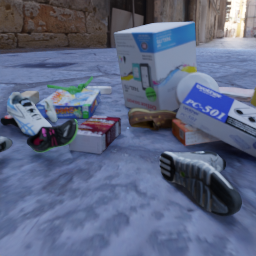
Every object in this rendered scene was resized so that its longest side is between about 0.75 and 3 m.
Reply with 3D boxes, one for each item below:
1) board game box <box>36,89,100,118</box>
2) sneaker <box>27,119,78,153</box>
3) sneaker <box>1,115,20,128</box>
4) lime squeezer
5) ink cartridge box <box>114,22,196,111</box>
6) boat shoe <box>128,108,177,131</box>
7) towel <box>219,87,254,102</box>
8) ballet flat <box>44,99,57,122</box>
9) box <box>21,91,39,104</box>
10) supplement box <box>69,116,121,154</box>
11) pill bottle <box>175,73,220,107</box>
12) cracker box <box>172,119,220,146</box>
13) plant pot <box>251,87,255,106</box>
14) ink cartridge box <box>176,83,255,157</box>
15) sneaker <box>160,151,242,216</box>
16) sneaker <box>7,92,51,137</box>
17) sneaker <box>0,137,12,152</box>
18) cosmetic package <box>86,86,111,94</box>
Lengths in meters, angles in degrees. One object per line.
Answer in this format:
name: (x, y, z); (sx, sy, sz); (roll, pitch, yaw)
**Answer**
board game box: (-2.175, -1.006, 10.903); (1.875, 0.477, 2.770); (1, 20, 2)
sneaker: (-1.799, 0.193, 6.667); (1.376, 0.528, 0.576); (-27, -27, 12)
sneaker: (-3.572, -0.273, 9.078); (0.989, 0.330, 0.530); (5, 23, 22)
lime squeezer: (-1.990, -1.542, 10.621); (1.978, 0.373, 0.699); (-21, 40, -37)
ink cartridge box: (1.091, -2.258, 10.445); (2.098, 2.873, 2.108); (-26, 29, -32)
boat shoe: (0.850, -0.180, 8.608); (1.736, 0.625, 0.586); (6, 52, -7)
towel: (4.840, -1.596, 12.893); (1.703, 0.274, 1.626); (13, 23, 30)
ballet flat: (-2.612, -0.567, 9.304); (0.314, 0.314, 0.874); (-10, 66, -26)
box: (-4.081, -1.181, 11.449); (0.544, 0.445, 1.145); (0, 19, 1)
supplement box: (-0.855, 0.129, 7.699); (0.897, 0.502, 1.649); (5, 19, 15)
pill bottle: (2.220, -1.013, 8.857); (1.301, 1.301, 2.345); (7, 3, 20)
cracker box: (2.137, 0.015, 7.955); (1.538, 0.444, 1.030); (-8, 20, -9)
plant pot: (5.646, -1.383, 10.975); (1.123, 1.157, 1.131); (0, 19, 1)
ink cartridge box: (2.513, -0.192, 6.908); (2.416, 0.534, 1.136); (27, 46, 13)
sneaker: (1.597, 0.849, 5.344); (1.182, 0.768, 2.047); (-8, 20, -26)
sneaker: (-2.991, -0.390, 8.414); (2.115, 0.766, 0.760); (35, 38, 30)
sneaker: (-3.017, 0.469, 6.417); (0.389, 0.362, 0.981); (11, 15, 20)
cosmetic package: (-1.405, -1.841, 13.541); (1.160, 0.294, 0.479); (1, 21, 3)
